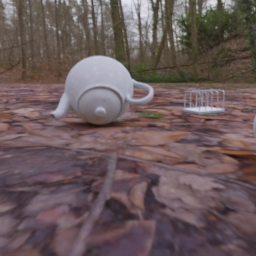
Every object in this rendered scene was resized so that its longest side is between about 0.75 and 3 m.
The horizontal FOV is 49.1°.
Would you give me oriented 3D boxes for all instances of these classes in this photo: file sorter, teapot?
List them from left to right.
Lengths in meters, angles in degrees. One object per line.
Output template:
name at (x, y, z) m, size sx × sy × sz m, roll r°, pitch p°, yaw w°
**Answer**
teapot at (-0.831, -0.956, 8.763) m, size 2.350 × 2.381 × 1.739 m, roll 28°, pitch 29°, yaw -28°
file sorter at (3.301, -1.167, 12.213) m, size 1.508 × 0.939 × 1.046 m, roll -7°, pitch 13°, yaw -29°

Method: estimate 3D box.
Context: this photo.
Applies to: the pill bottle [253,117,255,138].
pill bottle at (2.810, 0.171, 4.271) m, size 1.373 × 1.373 × 2.371 m, roll 2°, pitch 10°, yaw 10°
